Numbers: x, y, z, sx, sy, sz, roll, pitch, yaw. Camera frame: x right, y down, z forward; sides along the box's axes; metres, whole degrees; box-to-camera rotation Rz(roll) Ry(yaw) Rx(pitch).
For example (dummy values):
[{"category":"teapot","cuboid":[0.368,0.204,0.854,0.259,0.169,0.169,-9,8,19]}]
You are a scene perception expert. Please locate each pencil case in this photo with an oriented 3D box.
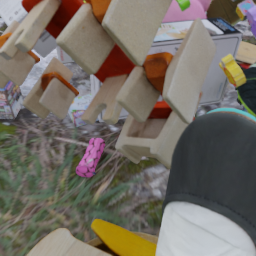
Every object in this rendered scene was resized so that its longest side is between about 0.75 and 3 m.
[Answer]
[{"category":"pencil case","cuboid":[-0.786,0.612,6.095,0.432,0.446,0.952,13,43,3]}]

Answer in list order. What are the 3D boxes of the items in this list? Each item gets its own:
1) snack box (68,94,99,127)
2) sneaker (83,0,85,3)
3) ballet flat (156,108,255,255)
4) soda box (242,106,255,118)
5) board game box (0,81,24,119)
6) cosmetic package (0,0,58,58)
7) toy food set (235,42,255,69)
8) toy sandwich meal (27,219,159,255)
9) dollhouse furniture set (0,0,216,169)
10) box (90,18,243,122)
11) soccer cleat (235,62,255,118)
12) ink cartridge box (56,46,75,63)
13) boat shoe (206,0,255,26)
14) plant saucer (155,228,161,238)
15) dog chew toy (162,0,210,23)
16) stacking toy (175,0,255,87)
[{"category":"snack box","cuboid":[-0.980,-0.538,7.474,1.170,0.310,0.832,-18,45,-19]},{"category":"sneaker","cuboid":[-1.031,-3.140,7.128,0.709,0.700,1.856,29,49,1]},{"category":"ballet flat","cuboid":[0.533,0.884,1.836,0.709,2.084,0.713,16,45,28]},{"category":"soda box","cuboid":[3.582,-0.935,7.724,0.616,0.572,1.801,16,44,16]},{"category":"board game box","cuboid":[-3.201,-0.868,7.314,0.493,1.018,0.812,1,41,1]},{"category":"cosmetic package","cuboid":[-2.480,-2.923,6.385,1.025,1.300,2.417,-40,69,4]},{"category":"toy food set","cuboid":[3.844,-2.430,9.325,1.758,0.428,1.741,-4,39,-21]},{"category":"toy sandwich meal","cuboid":[-0.265,2.343,3.466,2.837,0.972,2.837,-9,42,8]},{"category":"dollhouse furniture set","cuboid":[-0.130,-0.625,3.274,2.434,2.408,1.254,3,60,46]},{"category":"box","cuboid":[0.639,-1.120,5.364,2.668,1.556,0.802,-11,43,-12]},{"category":"soccer cleat","cuboid":[2.727,-1.066,5.137,0.870,1.045,2.578,42,49,4]},{"category":"ink cartridge box","cuboid":[-1.746,-2.822,9.479,1.418,1.036,0.598,-10,43,-10]},{"category":"boat shoe","cuboid":[2.599,-2.841,5.645,0.729,2.317,0.845,-9,63,-43]},{"category":"plant saucer","cuboid":[1.472,2.275,4.328,2.335,0.344,2.335,-1,42,0]},{"category":"dog chew toy","cuboid":[1.093,-2.846,6.380,1.731,1.731,2.780,15,81,16]},{"category":"stacking toy","cuboid":[1.849,-1.981,4.440,1.649,0.514,2.186,-31,80,12]}]
